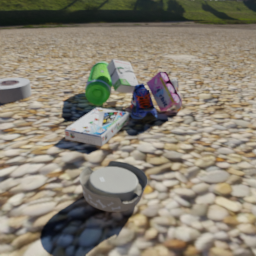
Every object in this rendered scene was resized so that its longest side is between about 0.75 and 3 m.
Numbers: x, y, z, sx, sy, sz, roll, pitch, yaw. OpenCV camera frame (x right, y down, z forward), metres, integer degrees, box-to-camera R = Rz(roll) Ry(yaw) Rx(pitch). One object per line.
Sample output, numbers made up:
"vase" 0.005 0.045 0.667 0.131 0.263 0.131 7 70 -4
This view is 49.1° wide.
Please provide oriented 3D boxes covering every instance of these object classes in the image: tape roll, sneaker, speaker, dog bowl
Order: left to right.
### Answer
"tape roll" -5.790 -1.876 13.631 2.009 0.664 2.009 0 24 0
"speaker" -1.331 -2.191 13.339 1.236 1.236 2.796 0 33 0
"dog bowl" -0.346 1.335 6.513 1.565 0.459 1.565 5 21 -2
"sneaker" 0.540 -1.061 11.409 1.012 1.054 2.687 -5 25 -8
"sneaker" 1.872 -1.381 12.093 0.718 0.591 1.560 -7 63 -2

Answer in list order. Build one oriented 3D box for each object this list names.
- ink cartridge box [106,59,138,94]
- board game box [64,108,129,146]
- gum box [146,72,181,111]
"ink cartridge box" -0.255 -2.305 12.591 1.045 0.603 1.430 0 60 -39
"board game box" -1.059 -0.106 10.130 1.426 0.391 2.259 10 27 21
"gum box" 1.482 -1.482 11.660 0.495 1.497 0.850 -12 -18 -46
